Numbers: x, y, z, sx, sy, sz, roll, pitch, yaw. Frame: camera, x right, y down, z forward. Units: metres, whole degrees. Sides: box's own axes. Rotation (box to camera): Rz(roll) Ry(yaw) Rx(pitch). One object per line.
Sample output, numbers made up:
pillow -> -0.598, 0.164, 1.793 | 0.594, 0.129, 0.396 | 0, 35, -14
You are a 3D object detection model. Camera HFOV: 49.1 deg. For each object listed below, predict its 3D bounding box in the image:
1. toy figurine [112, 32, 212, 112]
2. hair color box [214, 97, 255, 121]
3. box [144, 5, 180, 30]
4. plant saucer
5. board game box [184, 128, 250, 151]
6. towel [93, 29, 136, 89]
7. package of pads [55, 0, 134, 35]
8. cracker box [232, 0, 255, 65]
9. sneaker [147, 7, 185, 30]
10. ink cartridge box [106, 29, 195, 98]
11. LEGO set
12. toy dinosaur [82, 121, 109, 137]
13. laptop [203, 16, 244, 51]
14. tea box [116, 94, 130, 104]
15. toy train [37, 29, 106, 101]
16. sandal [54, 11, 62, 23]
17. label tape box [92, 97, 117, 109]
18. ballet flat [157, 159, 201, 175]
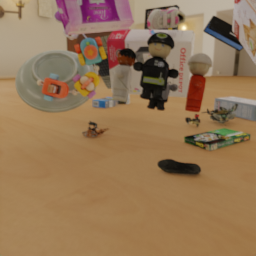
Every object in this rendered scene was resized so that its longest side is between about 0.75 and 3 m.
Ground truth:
toy figurine -> 0.682, -1.139, 6.189 | 1.885, 1.311, 1.856 | 10, -1, -34
hair color box -> 5.667, -1.003, 13.967 | 1.253, 0.767, 2.530 | -7, 17, -27
box -> 1.233, -3.687, 10.528 | 1.280, 1.603, 0.395 | 5, 4, 28
plant saucer -> -2.272, -1.691, 8.837 | 2.589, 0.650, 2.589 | 2, 59, -4
board game box -> 3.104, 0.359, 9.705 | 2.165, 0.254, 1.134 | -9, 15, -33
towel -> -0.291, -2.930, 12.367 | 2.884, 2.777, 0.498 | 2, 47, 33
package of pads -> -0.829, -3.056, 7.192 | 1.883, 1.135, 0.713 | -16, 1, -27
cracker box -> 2.954, -1.905, 5.886 | 0.600, 2.081, 1.394 | -24, -26, 8
sneaker -> 1.167, -3.223, 8.256 | 1.356, 0.551, 0.598 | -28, 42, -25
ink cartridge box -> 0.764, -2.157, 9.351 | 2.689, 1.984, 1.151 | 6, 36, 14
LEGO set -> 3.788, -0.395, 12.255 | 2.571, 0.729, 1.670 | -14, 13, -2
toy dinosaur -> -1.229, 0.145, 10.392 | 1.002, 0.512, 0.680 | 13, 20, -35
laptop -> 3.759, -3.386, 10.788 | 1.807, 1.053, 2.039 | 28, 44, 1
tea box -> -0.320, -1.917, 17.463 | 0.800, 0.813, 0.543 | 1, 14, 5
toy train -> -1.548, -1.668, 7.832 | 1.687, 2.246, 0.625 | 20, 8, -8
sandal -> -1.392, -3.190, 7.532 | 1.322, 0.325, 0.538 | -28, 68, -24
label tape box -> -1.283, -1.495, 16.557 | 1.005, 0.441, 1.393 | 10, 17, 34
ballet flat -> 1.275, 1.032, 7.103 | 1.116, 0.371, 0.317 | 7, -26, 23
